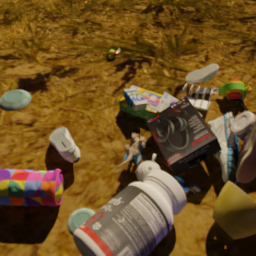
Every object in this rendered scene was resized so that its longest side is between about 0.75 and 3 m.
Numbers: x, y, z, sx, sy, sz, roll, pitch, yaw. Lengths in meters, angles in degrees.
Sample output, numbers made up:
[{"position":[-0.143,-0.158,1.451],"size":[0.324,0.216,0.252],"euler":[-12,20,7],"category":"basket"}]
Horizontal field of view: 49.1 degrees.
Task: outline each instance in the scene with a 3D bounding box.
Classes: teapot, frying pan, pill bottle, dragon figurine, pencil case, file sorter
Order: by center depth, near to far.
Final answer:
[{"position":[0.142,2.604,7.731],"size":[2.995,1.735,1.735],"euler":[-35,55,-30],"category":"pill bottle"},{"position":[-3.402,1.785,8.678],"size":[2.770,1.224,1.224],"euler":[4,46,2],"category":"pencil case"},{"position":[1.584,1.918,9.268],"size":[1.561,0.459,0.776],"euler":[23,47,17],"category":"dragon figurine"},{"position":[0.733,1.460,9.532],"size":[0.931,0.689,0.943],"euler":[-18,53,-19],"category":"teapot"},{"position":[0.172,0.865,9.608],"size":[0.589,0.995,2.002],"euler":[17,51,12],"category":"dragon figurine"},{"position":[4.475,0.256,9.702],"size":[1.666,0.925,0.925],"euler":[35,46,-14],"category":"pill bottle"},{"position":[2.949,-1.368,12.099],"size":[1.234,0.768,0.856],"euler":[16,31,16],"category":"file sorter"},{"position":[5.024,-1.312,12.520],"size":[0.948,0.255,1.568],"euler":[-31,53,-15],"category":"frying pan"}]

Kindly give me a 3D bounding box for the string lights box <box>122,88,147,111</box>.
[{"position":[0.270,-1.173,11.487],"size":[0.567,0.325,1.103],"euler":[-12,45,-26],"category":"string lights box"}]

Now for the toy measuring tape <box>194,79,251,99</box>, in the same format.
[{"position":[4.192,-1.730,12.313],"size":[2.419,0.890,0.890],"euler":[3,46,7],"category":"toy measuring tape"}]

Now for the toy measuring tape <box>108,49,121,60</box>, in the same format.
[{"position":[-0.741,-4.136,15.224],"size":[0.441,0.441,1.199],"euler":[20,49,19],"category":"toy measuring tape"}]

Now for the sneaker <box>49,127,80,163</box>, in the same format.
[{"position":[-2.326,0.660,10.236],"size":[0.782,0.758,2.143],"euler":[-31,31,-8],"category":"sneaker"}]

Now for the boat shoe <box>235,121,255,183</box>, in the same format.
[{"position":[3.967,0.742,8.986],"size":[0.755,2.098,0.680],"euler":[16,9,-13],"category":"boat shoe"}]

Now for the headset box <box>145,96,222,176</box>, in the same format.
[{"position":[1.963,0.345,10.016],"size":[1.849,0.960,2.485],"euler":[-31,47,8],"category":"headset box"}]

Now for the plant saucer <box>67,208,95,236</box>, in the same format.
[{"position":[-1.389,2.858,8.570],"size":[0.973,0.187,0.973],"euler":[0,45,0],"category":"plant saucer"}]

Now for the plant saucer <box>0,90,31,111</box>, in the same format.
[{"position":[-5.123,-1.337,12.598],"size":[1.439,0.277,1.439],"euler":[0,45,0],"category":"plant saucer"}]

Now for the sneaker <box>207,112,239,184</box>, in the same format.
[{"position":[3.374,0.796,10.196],"size":[1.248,1.080,2.880],"euler":[-15,45,31],"category":"sneaker"}]

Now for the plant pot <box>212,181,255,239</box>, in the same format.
[{"position":[3.119,2.500,8.082],"size":[1.131,1.593,1.593],"euler":[-45,55,2],"category":"plant pot"}]

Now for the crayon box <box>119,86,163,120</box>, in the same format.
[{"position":[0.765,-1.013,12.038],"size":[1.990,0.580,1.182],"euler":[21,51,19],"category":"crayon box"}]

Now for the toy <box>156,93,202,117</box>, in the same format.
[{"position":[2.174,-0.709,11.368],"size":[1.858,0.439,1.070],"euler":[32,56,-5],"category":"toy"}]

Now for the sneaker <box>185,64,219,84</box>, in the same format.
[{"position":[3.409,-2.305,12.857],"size":[1.686,0.691,0.623],"euler":[-22,52,-8],"category":"sneaker"}]
